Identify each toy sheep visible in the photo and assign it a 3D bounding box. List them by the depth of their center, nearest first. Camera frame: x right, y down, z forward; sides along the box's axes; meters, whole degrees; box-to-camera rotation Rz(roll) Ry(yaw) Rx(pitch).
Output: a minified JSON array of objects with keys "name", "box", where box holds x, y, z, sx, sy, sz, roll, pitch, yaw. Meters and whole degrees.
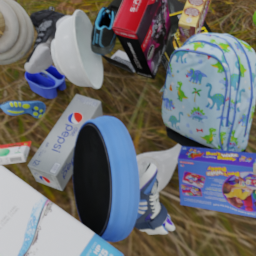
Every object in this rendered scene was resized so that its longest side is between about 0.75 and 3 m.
[{"name":"toy sheep","box":[-3.381,-2.504,7.316,1.874,1.874,2.718,-4,15,-3]}]

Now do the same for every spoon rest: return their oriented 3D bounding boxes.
[{"name":"spoon rest","box":[1.066,0.939,8.367,2.628,0.797,1.306,-38,59,-10]}]

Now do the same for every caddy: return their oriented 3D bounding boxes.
[{"name":"caddy","box":[-3.028,-1.797,10.308,1.549,0.813,1.095,27,58,19]}]

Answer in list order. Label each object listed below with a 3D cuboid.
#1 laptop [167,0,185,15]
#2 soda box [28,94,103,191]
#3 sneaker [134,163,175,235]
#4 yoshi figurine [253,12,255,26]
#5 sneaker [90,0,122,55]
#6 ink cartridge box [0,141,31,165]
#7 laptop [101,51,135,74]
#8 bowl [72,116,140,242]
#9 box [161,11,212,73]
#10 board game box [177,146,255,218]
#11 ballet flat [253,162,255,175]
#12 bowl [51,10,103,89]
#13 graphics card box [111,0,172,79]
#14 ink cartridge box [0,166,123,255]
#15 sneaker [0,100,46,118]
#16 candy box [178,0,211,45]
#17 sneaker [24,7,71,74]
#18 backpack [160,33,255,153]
[{"name":"laptop","box":[1.567,-4.731,12.992,2.975,1.724,2.785,19,49,-22]},{"name":"soda box","box":[-1.767,0.367,8.529,0.914,0.984,2.882,17,54,13]},{"name":"sneaker","box":[0.544,1.533,5.654,1.226,1.674,0.674,33,39,4]},{"name":"yoshi figurine","box":[3.538,-2.779,6.933,1.016,1.020,1.814,33,25,14]},{"name":"sneaker","box":[-0.405,-2.936,7.573,0.774,0.866,2.115,14,58,4]},{"name":"ink cartridge box","box":[-2.740,0.506,6.513,0.808,0.251,1.004,-7,27,-8]},{"name":"laptop","box":[-0.220,-2.780,11.069,1.301,0.806,1.390,27,57,19]},{"name":"bowl","box":[-0.446,0.772,4.328,0.376,1.916,1.916,-1,49,-27]},{"name":"box","box":[2.276,-3.083,10.811,2.285,0.706,2.861,-20,76,-17]},{"name":"board game box","box":[1.902,1.043,5.304,1.833,1.232,0.410,5,34,21]},{"name":"ballet flat","box":[2.416,0.538,3.806,0.502,1.487,0.464,34,48,-31]},{"name":"bowl","box":[-1.337,-1.855,7.044,0.866,1.927,1.927,-10,52,11]},{"name":"graphics card box","box":[0.544,-2.829,8.139,0.739,2.904,1.822,19,81,17]},{"name":"ink cartridge box","box":[-1.314,1.797,3.677,1.969,1.445,1.438,32,60,10]},{"name":"sneaker","box":[-2.787,-0.553,7.517,0.563,0.482,1.358,20,10,32]},{"name":"candy box","box":[1.910,-3.328,7.769,0.511,1.056,1.811,17,80,15]},{"name":"sneaker","box":[-2.383,-2.467,7.763,1.096,0.727,1.927,38,87,15]},{"name":"backpack","box":[1.760,-0.717,6.151,2.007,2.611,2.130,2,22,-41]}]
